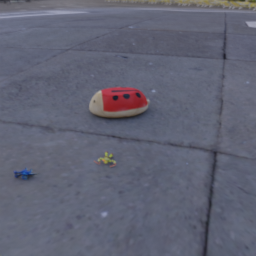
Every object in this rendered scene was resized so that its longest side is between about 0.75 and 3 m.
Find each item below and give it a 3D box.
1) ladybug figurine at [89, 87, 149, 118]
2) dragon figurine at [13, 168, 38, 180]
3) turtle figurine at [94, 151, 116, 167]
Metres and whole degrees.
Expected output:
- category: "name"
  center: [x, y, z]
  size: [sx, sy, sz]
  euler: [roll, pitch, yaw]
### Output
- category: "ladybug figurine"
  center: [-0.393, -1.229, 12.786]
  size: [2.776, 0.999, 1.885]
  euler: [-5, 31, -9]
- category: "dragon figurine"
  center: [-3.250, 1.489, 8.905]
  size: [0.822, 0.242, 0.409]
  euler: [12, 32, 21]
- category: "turtle figurine"
  center: [-0.760, 1.047, 9.633]
  size: [0.763, 0.246, 0.615]
  euler: [6, 30, 6]
